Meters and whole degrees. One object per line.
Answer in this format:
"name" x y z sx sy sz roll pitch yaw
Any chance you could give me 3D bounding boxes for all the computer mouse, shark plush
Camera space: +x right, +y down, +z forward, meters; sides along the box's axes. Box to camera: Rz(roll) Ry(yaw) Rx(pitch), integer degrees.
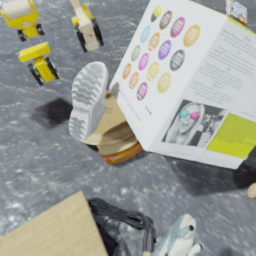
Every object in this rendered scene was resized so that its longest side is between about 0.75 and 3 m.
"computer mouse" -0.416 3.023 6.403 1.838 0.602 2.617 16 50 -7
"shark plush" 0.528 1.670 3.853 1.128 0.513 0.470 -44 32 -7

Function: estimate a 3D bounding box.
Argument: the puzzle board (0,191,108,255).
"puzzle board" -1.920 2.879 6.063 2.838 0.247 2.139 -30 42 -5

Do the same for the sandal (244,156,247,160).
"sandal" 2.950 0.513 8.797 1.641 0.470 0.629 16 48 15

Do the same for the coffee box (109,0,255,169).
"coffee box" 1.618 -1.093 6.473 2.763 2.732 2.759 15 27 -30

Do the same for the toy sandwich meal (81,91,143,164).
"toy sandwich meal" -0.510 -0.151 9.173 2.911 0.997 2.911 -8 41 7

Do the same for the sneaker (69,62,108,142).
"sneaker" -0.910 -0.682 6.933 0.766 2.051 0.841 33 31 19

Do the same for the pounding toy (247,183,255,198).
"pounding toy" 4.326 1.525 7.351 2.053 1.174 1.178 5 47 4

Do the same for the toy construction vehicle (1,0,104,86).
"toy construction vehicle" -2.024 -2.652 7.693 2.348 2.697 0.950 -23 59 -1

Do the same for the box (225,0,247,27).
"box" 2.937 -3.133 7.615 0.778 0.155 0.532 12 74 -33
